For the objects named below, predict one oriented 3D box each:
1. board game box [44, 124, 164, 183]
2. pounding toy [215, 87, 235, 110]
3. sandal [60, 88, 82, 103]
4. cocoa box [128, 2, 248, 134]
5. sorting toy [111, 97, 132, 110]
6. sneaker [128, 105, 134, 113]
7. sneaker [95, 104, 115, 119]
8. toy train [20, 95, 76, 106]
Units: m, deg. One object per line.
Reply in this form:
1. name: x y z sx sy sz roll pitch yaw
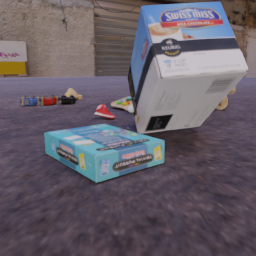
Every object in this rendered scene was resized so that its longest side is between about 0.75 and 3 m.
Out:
1. board game box: -0.543 0.396 5.670 1.551 0.482 2.054 -10 16 -37
2. pounding toy: 3.490 -1.259 12.489 2.939 1.686 1.680 -9 41 0
3. sandal: -3.055 -1.787 14.918 0.753 0.675 2.053 3 13 14
4. cocoa box: 1.168 -1.328 6.980 1.925 1.894 2.887 -7 -22 -9
5. sorting toy: -0.011 -1.121 12.200 1.116 0.220 1.206 -23 27 -29
6. sneaker: 0.292 -0.948 11.372 0.317 0.440 0.837 36 41 12
7. sneaker: -0.788 -0.607 9.943 0.798 0.461 0.312 13 -5 16
8. toy train: -3.785 -1.282 13.352 2.592 0.442 0.594 -3 25 -18
